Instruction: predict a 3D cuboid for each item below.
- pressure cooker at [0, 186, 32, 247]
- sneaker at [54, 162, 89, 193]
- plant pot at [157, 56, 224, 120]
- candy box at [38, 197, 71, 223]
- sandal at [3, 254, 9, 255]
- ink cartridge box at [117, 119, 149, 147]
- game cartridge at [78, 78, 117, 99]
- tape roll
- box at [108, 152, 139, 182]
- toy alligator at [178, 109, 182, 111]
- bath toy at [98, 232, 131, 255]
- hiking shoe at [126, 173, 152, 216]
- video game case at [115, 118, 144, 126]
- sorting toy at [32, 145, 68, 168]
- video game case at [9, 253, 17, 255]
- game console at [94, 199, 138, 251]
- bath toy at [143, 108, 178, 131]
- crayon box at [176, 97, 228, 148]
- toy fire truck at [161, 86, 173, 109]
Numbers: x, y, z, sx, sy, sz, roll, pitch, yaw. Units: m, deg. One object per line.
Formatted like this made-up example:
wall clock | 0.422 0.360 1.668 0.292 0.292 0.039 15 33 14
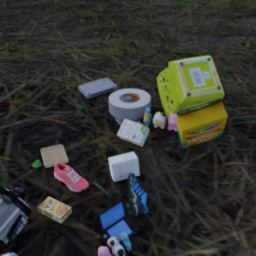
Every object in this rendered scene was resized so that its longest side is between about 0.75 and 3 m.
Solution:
pressure cooker | -3.658 2.467 8.260 1.377 1.398 1.565 4 45 43
sneaker | -2.079 1.738 9.957 1.566 0.679 0.577 23 44 25
plant pot | 2.769 -1.829 12.463 2.306 2.103 2.317 -10 75 -10
candy box | -2.382 2.652 9.078 0.941 0.260 0.543 18 32 21
sandal | -2.960 3.514 7.077 2.019 0.579 0.774 2 24 -24
ink cartridge box | 0.219 0.206 11.819 1.104 0.464 0.800 20 75 23
game cartridge | -1.665 -2.177 15.247 1.823 0.350 1.181 -21 39 -25
tape roll | 0.081 -1.164 13.534 2.027 0.670 2.027 -1 35 1
box | -0.152 1.412 10.208 0.986 0.751 0.524 -12 25 -12
toy alligator | 2.862 -1.159 13.731 0.611 0.559 2.059 19 42 22
bath toy | -0.574 3.502 7.796 1.405 0.519 0.611 -30 50 -28
hiking shoe | 0.328 2.244 9.501 0.689 0.591 1.589 3 45 -14
video game case | 0.083 -0.226 12.908 0.925 0.123 1.295 -18 42 -22
sorting toy | -3.130 1.174 11.062 1.330 0.196 0.983 -12 44 -20
video game case | -2.954 4.442 6.479 2.336 0.295 2.564 22 33 25
game console | -0.324 2.885 8.380 1.101 0.641 0.969 -26 59 -29
bath toy | 1.899 -0.320 12.251 2.377 0.878 1.033 10 18 10
crayon box | 2.374 -0.091 9.200 1.475 2.323 0.590 -18 67 6
toy fire truck | 2.618 -1.731 14.258 1.578 0.545 2.237 1 37 19
